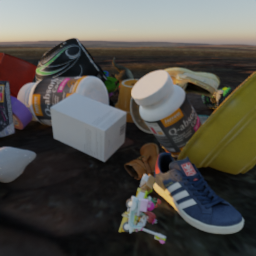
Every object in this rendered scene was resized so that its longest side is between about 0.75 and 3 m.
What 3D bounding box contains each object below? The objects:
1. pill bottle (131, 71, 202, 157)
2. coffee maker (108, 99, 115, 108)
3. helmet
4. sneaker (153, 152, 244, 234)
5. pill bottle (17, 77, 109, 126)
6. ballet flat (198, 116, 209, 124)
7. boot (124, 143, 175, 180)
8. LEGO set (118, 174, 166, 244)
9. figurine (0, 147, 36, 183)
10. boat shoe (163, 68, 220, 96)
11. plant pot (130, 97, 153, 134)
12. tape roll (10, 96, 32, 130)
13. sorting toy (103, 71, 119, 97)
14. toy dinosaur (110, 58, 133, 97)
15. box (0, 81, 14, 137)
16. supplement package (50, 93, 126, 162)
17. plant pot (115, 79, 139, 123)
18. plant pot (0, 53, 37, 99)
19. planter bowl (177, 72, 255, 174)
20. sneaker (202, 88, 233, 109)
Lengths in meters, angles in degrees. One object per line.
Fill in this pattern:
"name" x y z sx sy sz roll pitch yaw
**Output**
"pill bottle" 0.982 -0.303 6.712 1.162 1.997 1.162 -25 34 19
"coffee maker" -0.980 -0.943 11.623 0.530 0.755 0.786 -43 28 -18
"helmet" -2.430 -2.039 11.391 2.545 2.669 2.669 -36 18 5
"sneaker" 1.127 1.036 4.984 0.767 0.865 2.046 -11 22 -32
"pill bottle" -2.214 -0.857 9.386 2.843 1.654 1.654 3 17 28
"ballet flat" 2.554 -0.108 8.943 1.687 0.607 0.607 -4 17 -34
"boot" 0.349 0.799 6.522 1.001 0.494 1.289 -17 26 -25
"LEGO set" 0.348 1.330 4.444 0.652 0.806 1.752 17 5 10
"figurine" -3.457 0.840 5.467 2.596 1.117 2.533 4 14 11
"boat shoe" 1.621 -1.249 7.823 1.734 0.642 0.576 11 65 29
"plant pot" 1.226 -0.708 9.447 1.749 1.749 1.601 13 10 35
"tape roll" -3.726 -0.485 9.173 1.091 1.091 0.464 11 50 31
"sorting toy" -1.663 -2.170 14.904 2.855 1.172 1.715 25 44 29
"toy dinosaur" -0.158 -2.183 13.316 1.244 2.433 0.936 -13 -11 28
"box" -4.940 -0.562 8.363 2.575 1.702 1.477 8 17 26
"supplement package" -0.968 -0.057 6.883 1.591 0.965 0.953 22 40 21
"plant pot" 0.194 -1.074 10.440 1.392 1.275 1.392 0 29 0
"plant pot" -5.645 -2.408 12.706 1.900 1.899 1.675 10 -15 26
"planter bowl" 2.501 0.129 6.090 1.205 2.892 2.892 45 36 18
"sneaker" 3.689 -1.088 11.612 1.173 1.074 2.753 -4 8 12
